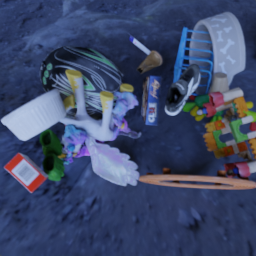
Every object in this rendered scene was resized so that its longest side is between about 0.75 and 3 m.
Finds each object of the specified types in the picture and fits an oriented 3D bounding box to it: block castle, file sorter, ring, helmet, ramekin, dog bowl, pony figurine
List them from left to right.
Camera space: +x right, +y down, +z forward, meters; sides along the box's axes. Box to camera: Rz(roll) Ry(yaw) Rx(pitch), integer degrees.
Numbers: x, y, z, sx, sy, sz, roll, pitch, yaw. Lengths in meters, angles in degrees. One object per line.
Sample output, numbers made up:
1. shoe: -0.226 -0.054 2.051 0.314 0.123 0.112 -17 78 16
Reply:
1. ramekin: -1.807 -0.239 5.603 1.245 0.580 1.245 -30 11 7
2. helmet: -1.305 -1.279 8.529 2.385 2.385 2.274 -33 55 -28
3. pony figurine: -0.734 0.067 7.348 2.580 2.672 2.225 13 37 -9
4. file sorter: 2.039 -1.995 8.618 1.057 1.196 1.724 10 60 12
5. ring: 1.449 1.122 6.067 2.443 2.443 0.234 4 76 4
6. dog bowl: 2.715 -2.190 9.038 0.830 2.830 2.830 -6 47 -4
7. block castle: 2.112 0.157 5.927 0.840 1.196 1.790 -17 79 4

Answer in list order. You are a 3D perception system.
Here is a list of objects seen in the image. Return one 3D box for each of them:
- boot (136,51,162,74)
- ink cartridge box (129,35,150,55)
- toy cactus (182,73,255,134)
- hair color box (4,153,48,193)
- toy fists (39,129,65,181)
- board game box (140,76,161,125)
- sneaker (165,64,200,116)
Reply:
1. boot: 0.630 -1.920 8.447 0.495 1.311 0.483 -43 97 -14
2. ink cartridge box: 0.411 -3.432 11.475 0.213 1.151 0.545 -49 32 14
3. toy cactus: 2.733 -0.765 8.267 2.228 1.838 1.139 21 47 31
4. hair color box: -2.060 0.923 5.791 0.710 1.281 0.409 44 76 -4
5. toy fists: -1.909 0.702 7.052 0.454 0.672 1.319 -20 59 5
6. board game box: 0.610 -0.805 8.002 0.319 1.251 1.846 4 7 -2
7. sneaker: 1.200 -0.893 6.159 0.429 0.583 1.289 31 88 20
